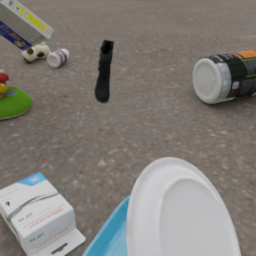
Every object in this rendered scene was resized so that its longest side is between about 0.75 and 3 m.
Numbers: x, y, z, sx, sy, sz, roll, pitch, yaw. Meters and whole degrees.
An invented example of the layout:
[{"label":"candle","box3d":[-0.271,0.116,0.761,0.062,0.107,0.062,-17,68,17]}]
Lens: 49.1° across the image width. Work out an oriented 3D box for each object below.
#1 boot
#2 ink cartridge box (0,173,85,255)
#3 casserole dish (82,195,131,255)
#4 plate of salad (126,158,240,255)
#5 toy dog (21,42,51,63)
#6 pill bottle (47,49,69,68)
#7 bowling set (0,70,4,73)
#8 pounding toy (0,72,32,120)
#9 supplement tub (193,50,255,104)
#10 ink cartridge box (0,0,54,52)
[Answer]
[{"label":"boot","box3d":[-0.481,-1.156,5.856,0.348,1.062,0.875,3,59,-14]},{"label":"ink cartridge box","box3d":[-1.889,1.875,5.953,1.118,0.654,1.927,-26,40,-35]},{"label":"casserole dish","box3d":[0.104,2.085,5.254,1.565,0.501,2.584,-19,17,39]},{"label":"plate of salad","box3d":[0.964,1.912,4.607,0.697,2.903,2.903,-31,10,40]},{"label":"toy dog","box3d":[-5.131,-4.099,15.274,1.510,1.086,1.557,44,39,-1]},{"label":"pill bottle","box3d":[-3.627,-3.698,14.712,0.738,0.738,1.233,10,34,16]},{"label":"bowling set","box3d":[-6.595,-2.702,12.820,1.687,1.174,0.905,-16,37,-18]},{"label":"pounding toy","box3d":[-4.914,-1.201,10.198,2.046,1.230,2.651,26,37,35]},{"label":"supplement tub","box3d":[4.272,-2.077,11.129,2.995,1.835,1.835,-12,34,-19]},{"label":"ink cartridge box","box3d":[-4.085,-3.685,9.640,2.298,2.325,0.546,4,64,49]}]
